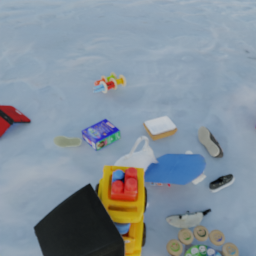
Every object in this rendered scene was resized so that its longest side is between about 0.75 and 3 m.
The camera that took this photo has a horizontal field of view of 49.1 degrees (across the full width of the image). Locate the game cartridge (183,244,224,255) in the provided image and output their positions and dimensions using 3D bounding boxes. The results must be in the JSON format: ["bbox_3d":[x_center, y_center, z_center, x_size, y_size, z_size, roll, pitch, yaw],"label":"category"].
[{"bbox_3d":[2.676,4.301,8.116,2.239,0.430,1.451,11,38,13],"label":"game cartridge"}]

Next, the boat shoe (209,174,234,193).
[{"bbox_3d":[3.570,2.029,10.637,1.240,0.351,0.425,-24,26,-24],"label":"boat shoe"}]

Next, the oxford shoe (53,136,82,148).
[{"bbox_3d":[-2.641,0.608,12.355,1.358,0.510,0.392,1,-1,13],"label":"oxford shoe"}]

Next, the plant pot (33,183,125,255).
[{"bbox_3d":[-1.431,3.274,7.897,1.908,2.146,2.151,-19,45,-22],"label":"plant pot"}]

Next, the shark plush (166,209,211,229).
[{"bbox_3d":[2.117,2.954,9.555,1.617,0.735,0.674,-23,15,-17],"label":"shark plush"}]

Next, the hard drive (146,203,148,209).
[{"bbox_3d":[-0.411,2.764,9.948,1.913,0.243,1.262,21,45,22],"label":"hard drive"}]

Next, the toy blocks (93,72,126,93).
[{"bbox_3d":[-1.286,-2.410,15.331,1.874,0.681,1.562,-24,31,-29],"label":"toy blocks"}]

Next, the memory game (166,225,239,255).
[{"bbox_3d":[2.173,3.943,7.942,2.407,0.153,2.407,2,49,-2],"label":"memory game"}]

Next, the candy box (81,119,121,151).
[{"bbox_3d":[-1.208,0.293,12.577,1.360,0.524,1.150,-29,47,-27],"label":"candy box"}]

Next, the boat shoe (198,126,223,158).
[{"bbox_3d":[3.587,0.651,12.242,0.507,0.595,1.779,27,29,-33],"label":"boat shoe"}]

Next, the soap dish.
[{"bbox_3d":[1.458,0.026,12.875,1.305,0.530,1.027,-15,43,-18],"label":"soap dish"}]

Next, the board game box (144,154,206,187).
[{"bbox_3d":[1.794,1.706,10.699,2.448,0.477,1.934,-3,26,35],"label":"board game box"}]

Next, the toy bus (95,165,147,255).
[{"bbox_3d":[-0.178,2.366,8.472,1.766,2.499,2.603,6,55,-5],"label":"toy bus"}]

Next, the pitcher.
[{"bbox_3d":[0.213,1.239,10.678,1.732,1.486,1.050,-33,34,-22],"label":"pitcher"}]

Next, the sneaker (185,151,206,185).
[{"bbox_3d":[2.705,1.462,11.029,0.674,0.573,1.522,-36,39,27],"label":"sneaker"}]

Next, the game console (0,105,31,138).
[{"bbox_3d":[-5.941,-0.263,13.483,1.874,1.112,1.615,31,19,30],"label":"game console"}]
